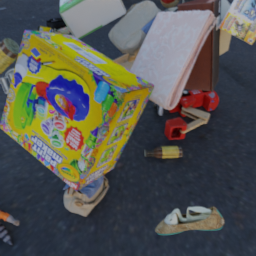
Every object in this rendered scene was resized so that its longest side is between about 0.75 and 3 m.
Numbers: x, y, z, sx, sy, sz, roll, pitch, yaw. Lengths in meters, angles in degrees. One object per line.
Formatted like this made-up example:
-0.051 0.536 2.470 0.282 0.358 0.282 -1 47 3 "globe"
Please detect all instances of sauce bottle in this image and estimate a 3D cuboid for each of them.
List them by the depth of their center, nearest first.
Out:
-3.849 -1.814 8.056 1.840 0.595 0.595 -30 34 26 "sauce bottle"
1.218 0.853 9.737 1.280 0.414 0.414 0 42 -3 "sauce bottle"

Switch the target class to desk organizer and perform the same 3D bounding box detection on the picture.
2.454 -2.811 9.602 1.148 2.983 1.070 8 35 26 "desk organizer"

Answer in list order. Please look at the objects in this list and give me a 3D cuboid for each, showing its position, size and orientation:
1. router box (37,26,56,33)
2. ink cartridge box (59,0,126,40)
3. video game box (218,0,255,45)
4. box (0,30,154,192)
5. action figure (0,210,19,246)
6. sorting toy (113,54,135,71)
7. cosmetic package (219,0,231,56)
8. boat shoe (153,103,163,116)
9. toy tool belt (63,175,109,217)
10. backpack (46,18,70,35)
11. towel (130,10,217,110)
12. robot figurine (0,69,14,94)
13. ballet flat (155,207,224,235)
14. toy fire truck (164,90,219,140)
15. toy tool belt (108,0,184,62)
-3.111 -3.363 10.640 0.649 0.870 0.222 9 16 5 "router box"
-1.508 -4.978 11.062 2.169 1.249 2.972 -27 39 8 "ink cartridge box"
3.640 -3.412 8.590 1.183 1.299 0.304 29 26 4 "video game box"
-1.375 -0.518 7.189 2.871 2.765 1.751 34 26 18 "box"
-3.996 2.649 7.644 1.836 0.993 1.898 31 75 39 "action figure"
0.693 -2.759 13.749 2.850 0.520 2.638 35 52 27 "sorting toy"
3.253 -3.810 10.858 1.035 2.372 1.226 -32 67 0 "cosmetic package"
1.250 -0.937 11.728 0.420 0.443 1.266 0 40 9 "boat shoe"
-1.208 1.448 8.417 1.318 1.297 2.110 11 43 12 "toy tool belt"
-4.204 -6.127 17.138 1.319 0.835 1.101 -24 68 -24 "backpack"
1.124 -2.175 8.524 0.466 2.759 2.888 21 11 -29 "towel"
-3.233 -1.405 8.851 1.355 0.902 1.598 -18 2 22 "robot figurine"
1.240 1.938 5.984 1.508 0.492 0.532 -16 9 20 "ballet flat"
2.555 -0.664 11.207 2.878 0.702 2.030 -13 44 -15 "toy fire truck"
0.843 -3.840 10.729 2.992 1.839 1.868 -38 67 11 "toy tool belt"
